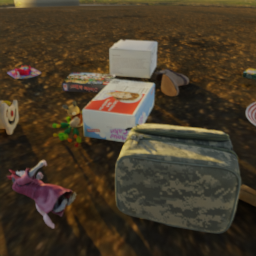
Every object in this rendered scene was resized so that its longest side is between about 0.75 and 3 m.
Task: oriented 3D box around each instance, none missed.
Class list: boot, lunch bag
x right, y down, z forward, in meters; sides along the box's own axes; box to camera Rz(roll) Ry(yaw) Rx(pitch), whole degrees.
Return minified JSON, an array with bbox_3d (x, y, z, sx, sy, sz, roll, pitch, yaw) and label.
[{"bbox_3d":[1.958,-1.926,11.726,1.459,0.701,1.996,-4,39,-31],"label":"boot"},{"bbox_3d":[0.972,0.762,5.776,2.352,1.639,1.973,6,27,12],"label":"lunch bag"},{"bbox_3d":[2.623,1.564,5.726,0.886,0.293,0.776,24,27,37],"label":"boot"}]

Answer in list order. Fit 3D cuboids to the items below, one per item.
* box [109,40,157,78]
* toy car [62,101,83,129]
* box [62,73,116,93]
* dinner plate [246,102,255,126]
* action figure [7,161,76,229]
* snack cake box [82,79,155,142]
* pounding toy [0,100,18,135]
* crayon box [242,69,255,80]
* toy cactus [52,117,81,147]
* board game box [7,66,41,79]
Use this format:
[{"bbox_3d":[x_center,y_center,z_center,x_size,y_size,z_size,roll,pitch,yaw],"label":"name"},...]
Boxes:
[{"bbox_3d":[0.299,-3.399,13.645,2.001,1.308,1.990,7,30,12],"label":"box"},{"bbox_3d":[-1.675,-0.460,8.659,0.643,0.782,0.617,-23,41,-3],"label":"toy car"},{"bbox_3d":[-1.616,-1.936,11.957,2.031,0.383,1.387,4,29,7],"label":"box"},{"bbox_3d":[5.061,-0.311,8.932,2.452,0.297,2.452,-4,31,3],"label":"dinner plate"},{"bbox_3d":[-1.857,1.303,5.679,1.468,0.984,1.093,20,59,8],"label":"action figure"},{"bbox_3d":[-0.183,-0.655,9.054,1.589,0.928,2.762,9,30,14],"label":"snack cake box"},{"bbox_3d":[-4.021,-0.338,8.367,1.041,1.038,1.815,-2,29,-6],"label":"pounding toy"},{"bbox_3d":[5.903,-2.567,13.244,0.616,0.253,0.979,22,35,34],"label":"crayon box"},{"bbox_3d":[-1.656,0.068,8.041,0.990,0.506,0.817,28,70,22],"label":"toy cactus"},{"bbox_3d":[-5.084,-2.818,13.627,1.317,0.325,1.667,-22,36,-34],"label":"board game box"}]
